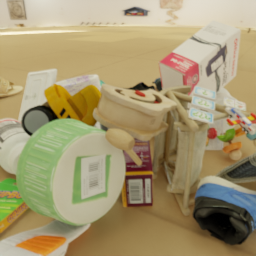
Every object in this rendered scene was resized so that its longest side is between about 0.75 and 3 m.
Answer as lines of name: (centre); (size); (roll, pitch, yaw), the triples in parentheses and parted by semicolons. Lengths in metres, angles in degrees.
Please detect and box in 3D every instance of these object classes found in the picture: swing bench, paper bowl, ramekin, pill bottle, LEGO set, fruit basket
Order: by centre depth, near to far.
ramekin: (-1.015, 0.891, 5.615); (1.016, 2.080, 2.080); (8, 24, 43)
LEGO set: (2.165, -0.433, 5.967); (1.608, 0.395, 1.201); (18, 42, 6)
swing bench: (1.469, 0.417, 7.164); (1.538, 2.358, 2.371); (-11, 28, -22)
pill bottle: (-3.188, 0.591, 8.032); (1.210, 1.210, 2.186); (-18, 29, -33)
fruit basket: (2.579, 0.222, 9.242); (1.109, 1.027, 0.520); (-1, 2, -6)
pill bottle: (2.939, -1.031, 10.956); (1.662, 1.662, 2.921); (-7, 28, -14)
paper bowl: (-2.240, -1.470, 11.929); (2.224, 1.157, 2.224); (-11, 19, 4)

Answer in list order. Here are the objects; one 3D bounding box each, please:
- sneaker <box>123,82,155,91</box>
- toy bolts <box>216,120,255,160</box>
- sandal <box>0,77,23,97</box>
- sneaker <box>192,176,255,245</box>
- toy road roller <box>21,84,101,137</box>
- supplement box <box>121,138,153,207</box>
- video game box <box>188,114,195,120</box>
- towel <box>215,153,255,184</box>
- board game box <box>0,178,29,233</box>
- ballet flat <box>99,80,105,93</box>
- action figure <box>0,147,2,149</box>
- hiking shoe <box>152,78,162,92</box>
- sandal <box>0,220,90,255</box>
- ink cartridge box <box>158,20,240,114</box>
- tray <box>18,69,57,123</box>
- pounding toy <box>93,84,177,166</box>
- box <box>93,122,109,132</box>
sneaker: (0.499, -1.883, 13.672); (1.917, 0.839, 0.726); (14, 29, 27)
toy bolts: (3.586, 0.342, 8.428); (1.247, 1.306, 0.906); (-7, 66, -31)
sandal: (-6.404, -2.022, 13.814); (1.076, 0.965, 2.935); (13, 28, 24)
sneaker: (2.613, 1.892, 5.738); (2.560, 0.983, 1.424); (14, 32, 19)
toy road roller: (-1.227, 0.025, 7.178); (1.898, 2.600, 1.597); (-34, 9, 4)
supplement box: (0.232, 1.095, 7.310); (0.759, 0.978, 1.773); (-2, 26, 2)
video game box: (1.846, 0.256, 8.701); (0.311, 1.328, 1.210); (-15, 29, -23)
towel: (3.872, 0.762, 6.620); (2.873, 2.766, 0.496); (-3, 68, -8)
board game box: (-3.151, 1.971, 6.164); (1.173, 0.368, 2.455); (8, 30, 25)
ballet flat: (-1.004, -1.366, 12.694); (1.054, 1.009, 2.996); (-37, 36, -12)
action figure: (-3.246, 0.710, 6.460); (0.929, 0.254, 0.549); (-35, 25, 33)
hiking shoe: (2.564, -2.532, 14.950); (2.415, 0.898, 1.047); (-4, 27, -8)
sandal: (-1.501, 2.300, 5.338); (0.875, 0.654, 2.284); (10, 6, 30)
ink cartridge box: (2.378, -1.924, 9.175); (2.651, 1.919, 1.118); (-40, 52, -18)
tray: (-3.543, -1.166, 10.745); (1.360, 0.281, 2.532); (-4, 67, 18)
pounding toy: (-0.021, -0.104, 6.033); (1.357, 1.361, 2.373); (28, 22, 21)
box: (-1.649, -0.074, 9.188); (2.122, 0.528, 1.674); (-14, 43, 4)
